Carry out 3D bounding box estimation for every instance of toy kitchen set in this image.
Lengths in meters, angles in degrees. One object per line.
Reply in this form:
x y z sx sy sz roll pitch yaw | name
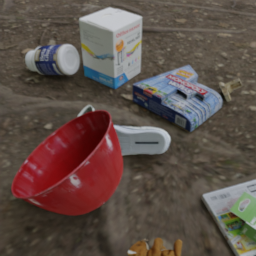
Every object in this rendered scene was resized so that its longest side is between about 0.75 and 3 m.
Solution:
3.986 -1.593 10.834 0.730 0.661 0.810 -23 31 25 | toy kitchen set

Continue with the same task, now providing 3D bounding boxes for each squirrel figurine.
0.487 2.899 5.848 1.116 0.846 1.196 7 47 17 | squirrel figurine

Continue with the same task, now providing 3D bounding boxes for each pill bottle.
-3.278 -2.869 11.919 2.202 1.223 1.223 6 40 30 | pill bottle

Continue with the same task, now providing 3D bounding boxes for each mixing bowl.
-1.222 1.072 7.012 2.898 1.569 2.898 -29 25 15 | mixing bowl

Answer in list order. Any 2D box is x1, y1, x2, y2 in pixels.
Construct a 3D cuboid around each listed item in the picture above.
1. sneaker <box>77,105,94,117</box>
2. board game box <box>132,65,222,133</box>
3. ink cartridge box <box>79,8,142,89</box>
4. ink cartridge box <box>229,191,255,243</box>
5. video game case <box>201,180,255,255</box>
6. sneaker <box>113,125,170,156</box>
-1.581 -0.057 9.332 0.683 0.662 1.870 6 42 7 | sneaker
2.064 -1.346 10.620 2.723 0.840 2.721 32 51 32 | board game box
-0.673 -3.331 11.611 1.821 2.518 1.854 28 49 28 | ink cartridge box
3.188 2.285 6.521 1.559 0.462 0.809 34 51 31 | ink cartridge box
3.145 2.214 7.125 1.927 0.221 1.753 -11 43 -14 | video game case
-0.014 0.412 8.736 2.732 0.998 0.967 6 4 20 | sneaker
